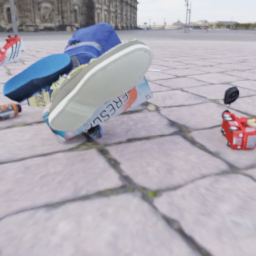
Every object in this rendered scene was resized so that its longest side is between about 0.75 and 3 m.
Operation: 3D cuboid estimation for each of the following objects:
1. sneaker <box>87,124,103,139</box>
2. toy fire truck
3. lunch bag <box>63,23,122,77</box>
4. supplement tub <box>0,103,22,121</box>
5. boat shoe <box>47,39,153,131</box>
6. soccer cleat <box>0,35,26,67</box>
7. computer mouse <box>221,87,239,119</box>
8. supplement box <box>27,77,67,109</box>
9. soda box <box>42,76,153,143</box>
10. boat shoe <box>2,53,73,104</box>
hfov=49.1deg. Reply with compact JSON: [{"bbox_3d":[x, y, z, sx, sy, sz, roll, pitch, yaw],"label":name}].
[{"bbox_3d":[-0.898,0.040,7.759,0.420,0.437,1.114,-47,30,2],"label":"sneaker"},{"bbox_3d":[3.411,-0.002,7.764,1.525,0.527,2.163,3,21,8],"label":"toy fire truck"},{"bbox_3d":[-1.011,-1.975,9.031,1.693,2.492,1.649,-5,53,35],"label":"lunch bag"},{"bbox_3d":[-4.002,-0.549,9.253,0.489,0.489,0.914,16,26,35],"label":"supplement tub"},{"bbox_3d":[-0.677,-0.909,5.539,0.954,2.670,0.798,22,43,-44],"label":"boat shoe"},{"bbox_3d":[-2.681,-1.547,6.150,0.421,0.522,1.226,5,51,21],"label":"soccer cleat"},{"bbox_3d":[3.024,-0.733,8.461,0.445,1.518,0.258,-22,55,-8],"label":"computer mouse"},{"bbox_3d":[-2.592,-1.187,9.216,1.095,0.735,1.094,11,35,20],"label":"supplement box"},{"bbox_3d":[-0.800,-0.701,7.413,2.777,0.883,0.950,-26,25,2],"label":"soda box"},{"bbox_3d":[-1.917,-1.087,6.160,1.706,0.586,0.718,-19,55,15],"label":"boat shoe"}]
